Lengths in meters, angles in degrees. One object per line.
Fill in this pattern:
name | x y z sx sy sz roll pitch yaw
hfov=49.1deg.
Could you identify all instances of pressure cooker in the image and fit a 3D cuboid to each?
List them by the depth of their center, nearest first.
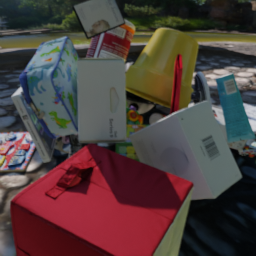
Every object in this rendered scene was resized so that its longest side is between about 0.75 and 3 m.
pressure cooker | 0.415 -1.864 13.739 2.341 2.378 2.662 -25 23 10

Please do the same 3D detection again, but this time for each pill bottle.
pill bottle | -0.844 -2.968 11.269 1.553 2.749 1.553 19 8 -3
pill bottle | 1.436 -0.249 11.923 0.616 0.616 1.098 21 6 38

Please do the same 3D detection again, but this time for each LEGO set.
LEGO set | 4.781 0.844 10.211 1.473 0.361 1.100 -25 30 -35

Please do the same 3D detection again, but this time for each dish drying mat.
dish drying mat | 1.518 -0.817 9.149 0.265 2.908 1.117 3 37 7

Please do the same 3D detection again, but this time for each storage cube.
storage cube | -0.397 2.027 5.221 2.364 2.630 2.248 19 30 23

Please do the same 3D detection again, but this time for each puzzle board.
puzzle board | -4.602 0.802 10.477 2.121 0.245 2.814 -2 25 -4

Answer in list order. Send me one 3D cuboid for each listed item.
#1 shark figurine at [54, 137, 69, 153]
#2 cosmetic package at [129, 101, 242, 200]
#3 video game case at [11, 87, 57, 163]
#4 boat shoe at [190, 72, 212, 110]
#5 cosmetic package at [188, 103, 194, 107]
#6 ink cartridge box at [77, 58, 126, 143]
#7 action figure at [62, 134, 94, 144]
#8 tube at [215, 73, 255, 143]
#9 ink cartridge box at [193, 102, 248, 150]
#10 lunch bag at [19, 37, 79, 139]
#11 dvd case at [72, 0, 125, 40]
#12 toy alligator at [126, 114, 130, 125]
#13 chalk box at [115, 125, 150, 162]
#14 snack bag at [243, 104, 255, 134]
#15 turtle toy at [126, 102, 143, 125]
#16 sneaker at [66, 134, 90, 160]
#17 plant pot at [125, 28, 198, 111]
shark figurine | -2.850 0.140 10.996 1.456 1.017 2.437 -5 27 0
cosmetic package | 1.417 0.723 7.465 1.311 2.126 2.133 -21 -4 -36
video game case | -2.969 -0.385 9.370 0.292 2.270 2.497 -18 24 1
boat shoe | 2.440 -1.074 9.655 0.588 1.734 0.622 -9 -7 -5
cosmetic package | 3.077 -0.619 12.482 0.663 0.804 0.663 -10 32 6
ink cartridge box | -0.721 -0.627 7.614 1.182 1.963 2.702 -2 1 -8
action figure | -1.286 -0.100 10.496 2.509 1.681 1.868 21 10 -28
tube | 3.497 -0.638 9.336 0.892 2.304 0.581 -13 8 31
ink cartridge box | 3.463 -0.156 11.002 2.083 0.873 1.829 16 28 1
lunch bag | -2.123 -1.245 8.753 1.203 2.345 2.918 -11 41 10
dvd case | -0.991 -3.945 9.859 1.629 1.162 0.143 -31 13 -22
toy alligator | -0.525 -0.657 10.460 0.577 1.946 0.528 -41 7 -1
chalk box | 0.207 0.795 9.370 1.189 1.183 1.911 0 25 2
snack bag | 5.711 -0.524 13.245 2.533 0.271 2.388 -16 30 -30
turtle toy | -0.028 -0.512 11.466 1.118 0.775 1.534 -36 85 -32
sneaker | -1.724 0.884 9.096 0.831 1.252 2.201 4 26 9
plant pot | 1.464 -2.333 11.101 2.789 2.623 2.789 22 4 -1
